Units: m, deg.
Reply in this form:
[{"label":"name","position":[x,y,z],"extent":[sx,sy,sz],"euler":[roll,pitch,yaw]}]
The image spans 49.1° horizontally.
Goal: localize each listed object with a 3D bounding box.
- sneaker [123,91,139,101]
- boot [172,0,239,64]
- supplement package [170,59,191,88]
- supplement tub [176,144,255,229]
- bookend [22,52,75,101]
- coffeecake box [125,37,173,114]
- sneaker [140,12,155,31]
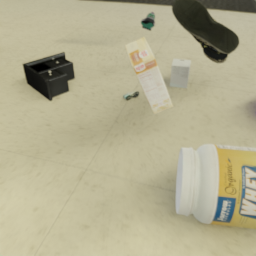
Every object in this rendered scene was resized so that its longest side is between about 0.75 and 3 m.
[{"label":"sneaker","position":[0.135,-1.560,13.023],"extent":[0.825,0.320,0.356],"euler":[-21,38,-26]},{"label":"boot","position":[2.904,-3.658,10.947],"extent":[2.862,1.033,2.162],"euler":[42,7,10]},{"label":"supplement package","position":[2.573,-2.691,13.846],"extent":[0.862,1.136,0.856],"euler":[8,37,11]},{"label":"supplement tub","position":[2.784,1.517,7.348],"extent":[2.890,2.090,2.090],"euler":[4,37,6]},{"label":"bookend","position":[-3.486,-2.603,13.772],"extent":[2.359,1.094,2.374],"euler":[-28,45,-32]},{"label":"coffeecake box","position":[0.661,-1.637,8.849],"extent":[0.696,1.904,1.462],"euler":[-22,40,8]},{"label":"sneaker","position":[0.982,-5.144,13.175],"extent":[0.665,0.782,1.787],"euler":[18,10,-6]}]
